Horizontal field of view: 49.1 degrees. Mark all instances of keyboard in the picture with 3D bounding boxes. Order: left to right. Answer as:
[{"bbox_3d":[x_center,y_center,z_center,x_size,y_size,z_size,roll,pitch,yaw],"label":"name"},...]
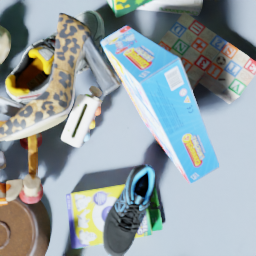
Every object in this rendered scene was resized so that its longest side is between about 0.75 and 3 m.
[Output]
[{"bbox_3d":[-2.968,-0.559,6.245,0.562,1.997,0.106,-25,56,34],"label":"keyboard"}]

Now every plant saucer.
[{"bbox_3d":[-2.923,2.424,6.367,2.234,0.385,2.234,0,79,1],"label":"plant saucer"}]

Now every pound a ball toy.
[{"bbox_3d":[-0.969,-0.286,6.674,0.580,0.890,1.365,25,100,3],"label":"pound a ball toy"}]

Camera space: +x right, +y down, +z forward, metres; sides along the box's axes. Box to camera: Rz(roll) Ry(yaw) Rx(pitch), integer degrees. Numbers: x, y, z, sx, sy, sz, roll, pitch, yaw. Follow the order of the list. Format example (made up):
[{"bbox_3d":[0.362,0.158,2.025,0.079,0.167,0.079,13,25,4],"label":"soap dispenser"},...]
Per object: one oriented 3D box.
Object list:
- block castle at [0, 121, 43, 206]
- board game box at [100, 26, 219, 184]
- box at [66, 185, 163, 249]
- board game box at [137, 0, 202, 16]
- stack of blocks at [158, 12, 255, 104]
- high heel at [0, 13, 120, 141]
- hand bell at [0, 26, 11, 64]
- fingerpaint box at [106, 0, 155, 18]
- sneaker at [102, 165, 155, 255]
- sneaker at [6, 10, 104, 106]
[{"bbox_3d":[-3.224,0.796,5.945,2.757,1.293,1.842,-1,65,-21],"label":"block castle"},{"bbox_3d":[0.562,-0.520,5.418,0.676,2.368,2.419,-32,125,-1],"label":"board game box"},{"bbox_3d":[-0.298,1.947,6.398,2.072,0.501,1.216,-9,78,-4],"label":"box"},{"bbox_3d":[0.866,-3.875,7.577,2.274,0.394,1.436,7,75,2],"label":"board game box"},{"bbox_3d":[1.882,-1.605,7.004,2.302,0.674,1.326,37,81,6],"label":"stack of blocks"},{"bbox_3d":[-1.729,-1.069,5.633,2.738,0.978,1.952,-33,93,-22],"label":"high heel"},{"bbox_3d":[-3.974,-2.396,6.055,1.350,2.592,1.350,-6,72,17],"label":"hand bell"},{"bbox_3d":[0.100,-4.627,6.956,2.485,1.093,2.979,-26,72,-6],"label":"fingerpaint box"},{"bbox_3d":[0.011,1.655,5.756,0.732,0.819,2.000,21,75,-1],"label":"sneaker"},{"bbox_3d":[-1.639,-1.635,6.625,1.150,1.214,2.955,40,84,1],"label":"sneaker"}]
